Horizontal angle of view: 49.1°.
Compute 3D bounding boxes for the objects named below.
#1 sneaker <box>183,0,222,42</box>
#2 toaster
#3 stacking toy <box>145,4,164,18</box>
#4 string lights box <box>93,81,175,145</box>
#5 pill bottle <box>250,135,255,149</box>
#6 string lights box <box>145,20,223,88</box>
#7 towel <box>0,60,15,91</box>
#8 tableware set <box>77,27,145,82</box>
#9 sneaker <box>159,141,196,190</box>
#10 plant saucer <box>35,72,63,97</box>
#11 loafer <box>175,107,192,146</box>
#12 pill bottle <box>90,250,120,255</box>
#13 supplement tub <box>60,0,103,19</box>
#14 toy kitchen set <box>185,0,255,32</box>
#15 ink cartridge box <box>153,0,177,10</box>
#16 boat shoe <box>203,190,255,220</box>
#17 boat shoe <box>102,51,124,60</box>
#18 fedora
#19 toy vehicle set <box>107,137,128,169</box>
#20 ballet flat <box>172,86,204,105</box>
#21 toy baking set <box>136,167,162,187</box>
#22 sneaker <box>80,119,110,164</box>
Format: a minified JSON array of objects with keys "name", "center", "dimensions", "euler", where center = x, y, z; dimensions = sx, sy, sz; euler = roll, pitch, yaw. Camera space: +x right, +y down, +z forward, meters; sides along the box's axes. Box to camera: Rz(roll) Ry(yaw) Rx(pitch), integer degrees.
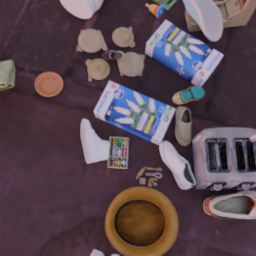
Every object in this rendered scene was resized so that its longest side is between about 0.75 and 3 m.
[{"name":"sneaker","center":[3.025,-4.805,11.619],"dimensions":[0.966,1.070,2.612],"euler":[-33,109,-6]},{"name":"toaster","center":[3.574,1.072,10.218],"dimensions":[2.165,1.420,2.394],"euler":[0,74,-1]},{"name":"stacking toy","center":[1.116,-5.346,12.534],"dimensions":[0.870,0.505,0.478],"euler":[36,76,21]},{"name":"string lights box","center":[0.246,-0.572,10.964],"dimensions":[2.806,0.827,1.442],"euler":[24,78,7]},{"name":"pill bottle","center":[4.541,0.640,9.329],"dimensions":[0.549,0.549,0.949],"euler":[-23,76,-6]},{"name":"string lights box","center":[2.275,-3.065,11.643],"dimensions":[2.819,0.831,1.448],"euler":[35,76,10]},{"name":"towel","center":[-5.341,-1.850,10.672],"dimensions":[2.094,0.515,2.823],"euler":[-20,33,-7]},{"name":"tableware set","center":[-0.726,-3.179,11.911],"dimensions":[2.838,0.329,2.370],"euler":[-8,80,-7]},{"name":"sneaker","center":[1.890,1.317,10.346],"dimensions":[0.724,0.702,1.984],"euler":[-30,89,-40]},{"name":"plant saucer","center":[-3.261,-1.772,11.570],"dimensions":[1.130,0.212,1.130],"euler":[2,69,-6]},{"name":"loafer","center":[2.161,-0.076,10.850],"dimensions":[0.595,0.537,1.573],"euler":[-5,86,-18]},{"name":"pill bottle","center":[-0.123,5.103,9.025],"dimensions":[2.744,1.590,1.590],"euler":[22,76,7]},{"name":"supplement tub","center":[-1.710,-6.184,12.011],"dimensions":[1.796,1.796,2.470],"euler":[22,76,6]},{"name":"toy kitchen set","center":[3.771,-5.640,11.610],"dimensions":[2.552,2.303,2.082],"euler":[-8,74,-1]},{"name":"ink cartridge box","center":[1.378,-6.290,12.699],"dimensions":[1.823,0.541,0.947],"euler":[39,78,10]},{"name":"boat shoe","center":[4.229,2.739,10.020],"dimensions":[2.951,0.923,1.050],"euler":[-2,72,-2]},{"name":"boat shoe","center":[-0.683,-3.032,11.706],"dimensions":[1.051,0.340,0.378],"euler":[9,106,29]},{"name":"fedora","center":[0.491,3.268,9.709],"dimensions":[2.521,1.028,2.521],"euler":[-4,71,13]},{"name":"toy vehicle set","center":[-0.388,0.967,10.900],"dimensions":[0.755,0.161,1.215],"euler":[3,75,1]},{"name":"ballet flat","center":[2.294,-1.244,10.788],"dimensions":[1.679,0.594,0.594],"euler":[-19,72,-43]},{"name":"toy baking set","center":[0.809,1.811,10.558],"dimensions":[0.823,0.125,1.072],"euler":[27,49,14]},{"name":"sneaker","center":[-1.243,0.472,10.778],"dimensions":[0.996,0.635,1.723],"euler":[-5,75,-27]}]
